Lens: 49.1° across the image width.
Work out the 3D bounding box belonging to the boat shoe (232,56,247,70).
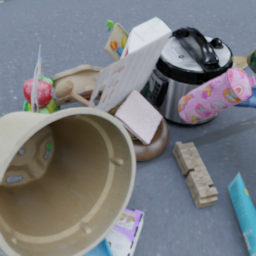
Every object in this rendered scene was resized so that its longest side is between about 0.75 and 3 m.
[{"bbox_3d":[4.052,-2.740,11.631,2.088,0.693,0.773,-12,47,-12],"label":"boat shoe"}]

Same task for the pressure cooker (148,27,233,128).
[{"bbox_3d":[2.036,-1.776,9.178,2.496,2.838,2.535,24,51,21],"label":"pressure cooker"}]

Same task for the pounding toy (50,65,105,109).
[{"bbox_3d":[-1.403,-0.943,8.685,1.570,1.575,2.745,-18,-6,34],"label":"pounding toy"}]

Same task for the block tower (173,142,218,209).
[{"bbox_3d":[1.828,1.227,7.746,0.542,0.506,1.873,-8,51,-15],"label":"block tower"}]

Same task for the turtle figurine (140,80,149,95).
[{"bbox_3d":[0.166,-2.007,10.807,1.736,0.874,1.299,36,68,11],"label":"turtle figurine"}]

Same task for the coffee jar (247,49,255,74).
[{"bbox_3d":[3.811,-1.735,7.496,0.980,0.802,1.880,47,20,-2],"label":"coffee jar"}]

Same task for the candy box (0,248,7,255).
[{"bbox_3d":[-3.280,2.730,5.526,0.728,1.708,2.036,12,47,11],"label":"candy box"}]

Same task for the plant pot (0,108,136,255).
[{"bbox_3d":[-1.686,0.750,5.547,2.737,2.737,2.506,-36,35,-30],"label":"plant pot"}]

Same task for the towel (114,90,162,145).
[{"bbox_3d":[0.327,-0.318,8.061,1.247,0.210,1.305,44,46,-11],"label":"towel"}]

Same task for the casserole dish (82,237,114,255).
[{"bbox_3d":[-1.307,2.480,5.778,1.636,0.524,2.701,-23,49,-18],"label":"casserole dish"}]

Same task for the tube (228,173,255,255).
[{"bbox_3d":[2.838,2.076,6.750,0.485,0.745,1.925,4,48,-12],"label":"tube"}]

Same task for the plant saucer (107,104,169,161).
[{"bbox_3d":[0.287,-0.035,8.591,2.126,0.389,2.126,6,56,-9],"label":"plant saucer"}]

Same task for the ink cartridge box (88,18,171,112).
[{"bbox_3d":[-0.227,-1.457,7.438,0.702,2.255,2.803,45,53,12],"label":"ink cartridge box"}]

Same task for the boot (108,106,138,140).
[{"bbox_3d":[-0.062,-0.151,8.176,0.893,0.337,1.020,-8,65,-7],"label":"boot"}]

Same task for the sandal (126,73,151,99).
[{"bbox_3d":[0.372,-2.062,9.983,0.875,0.654,2.283,26,72,35],"label":"sandal"}]

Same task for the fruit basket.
[{"bbox_3d":[-2.507,-0.661,8.255,1.239,2.643,2.448,5,43,-15],"label":"fruit basket"}]

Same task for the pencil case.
[{"bbox_3d":[2.094,-0.739,6.904,0.858,1.963,0.858,10,68,-26],"label":"pencil case"}]

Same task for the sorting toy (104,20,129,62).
[{"bbox_3d":[-0.348,-2.386,7.631,0.167,1.135,0.839,23,85,33],"label":"sorting toy"}]

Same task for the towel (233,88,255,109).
[{"bbox_3d":[3.110,-0.791,7.430,1.407,0.341,0.785,5,37,1],"label":"towel"}]

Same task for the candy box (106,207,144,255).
[{"bbox_3d":[-0.553,2.596,6.438,1.413,0.602,1.684,14,46,13],"label":"candy box"}]

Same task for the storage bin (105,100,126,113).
[{"bbox_3d":[0.079,-0.125,9.072,1.439,0.679,1.449,-32,53,-27],"label":"storage bin"}]
